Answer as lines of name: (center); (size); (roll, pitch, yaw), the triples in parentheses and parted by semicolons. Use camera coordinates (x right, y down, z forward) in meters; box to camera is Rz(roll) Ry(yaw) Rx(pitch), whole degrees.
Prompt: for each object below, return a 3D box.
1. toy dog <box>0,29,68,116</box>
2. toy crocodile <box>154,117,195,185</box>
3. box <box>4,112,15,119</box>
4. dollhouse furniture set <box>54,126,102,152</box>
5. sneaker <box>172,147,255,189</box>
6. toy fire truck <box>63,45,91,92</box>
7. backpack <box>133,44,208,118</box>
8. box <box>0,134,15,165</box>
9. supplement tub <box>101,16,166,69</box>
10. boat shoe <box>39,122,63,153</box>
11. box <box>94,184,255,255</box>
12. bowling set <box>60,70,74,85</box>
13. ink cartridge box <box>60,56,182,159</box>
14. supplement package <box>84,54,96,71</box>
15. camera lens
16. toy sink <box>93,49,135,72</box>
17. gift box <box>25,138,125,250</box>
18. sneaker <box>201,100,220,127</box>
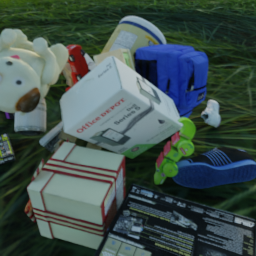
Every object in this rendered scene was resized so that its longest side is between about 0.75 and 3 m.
toy dog: (-2.743, -1.248, 6.920); (1.707, 2.372, 2.447); (25, 19, -13)
toy crocodile: (1.191, 0.671, 7.531); (0.641, 2.077, 0.701); (25, 28, -8)
box: (-4.240, -0.680, 10.727); (1.083, 0.774, 0.196); (5, 35, 6)
dollhouse furniture set: (-1.511, 0.581, 8.686); (1.274, 1.211, 1.038); (20, 4, -6)
sneaker: (2.437, 1.097, 8.220); (2.565, 0.900, 0.999); (-1, 29, -7)
toy fire truck: (-1.749, -1.762, 9.230); (0.490, 2.011, 1.418); (-38, 38, -27)
backpack: (1.440, -1.342, 9.759); (2.331, 2.777, 2.257); (19, 28, 37)
box: (-4.330, 0.746, 9.143); (1.004, 0.278, 1.254); (-17, 39, -23)
supplement tub: (-0.040, -2.594, 11.157); (2.141, 2.141, 2.965); (25, 83, 31)
boat shoe: (-2.177, 0.146, 9.517); (1.808, 0.641, 0.652); (-46, 10, -32)
box: (0.950, 2.666, 5.621); (2.805, 1.208, 2.297); (13, 37, 17)
bowling set: (-2.647, -2.478, 13.408); (1.132, 0.873, 1.626); (2, 32, 37)
ink cartridge box: (-0.139, -0.384, 7.816); (2.824, 2.054, 1.186); (26, 39, -45)
supplement package: (-1.410, -1.949, 9.657); (1.000, 0.586, 0.584); (48, 34, -4)
camera lens: (-3.021, -0.347, 8.686); (0.913, 1.142, 0.913); (-2, -9, 0)
toy sink: (-0.307, -1.801, 8.554); (0.900, 1.047, 1.607); (-13, 11, 11)
gift box: (-1.186, 1.422, 6.724); (1.934, 2.072, 1.911); (9, 31, 14)
sneaker: (3.107, -0.628, 10.664); (0.668, 0.502, 1.341); (12, 44, -6)
